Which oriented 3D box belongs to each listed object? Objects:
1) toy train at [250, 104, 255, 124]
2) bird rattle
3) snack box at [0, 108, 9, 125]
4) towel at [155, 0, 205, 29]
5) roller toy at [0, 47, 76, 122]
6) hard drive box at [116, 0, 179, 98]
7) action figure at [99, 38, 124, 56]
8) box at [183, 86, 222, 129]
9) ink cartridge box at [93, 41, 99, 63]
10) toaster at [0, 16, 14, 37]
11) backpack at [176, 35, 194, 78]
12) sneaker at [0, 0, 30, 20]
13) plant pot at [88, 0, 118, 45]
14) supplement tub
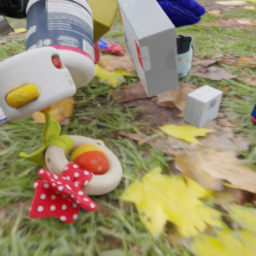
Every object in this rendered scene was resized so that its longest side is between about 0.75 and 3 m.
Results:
[{"bbox_3d":[4.875,-0.211,8.650,1.062,0.777,1.836,-7,32,-35],"label":"toy train"},{"bbox_3d":[-1.148,0.792,6.416,2.336,1.614,2.866,5,24,-37],"label":"bird rattle"},{"bbox_3d":[-4.292,-0.350,9.216,0.653,0.221,1.815,21,39,28],"label":"snack box"},{"bbox_3d":[1.294,-4.139,10.113,2.160,0.725,2.925,-4,2,36],"label":"towel"},{"bbox_3d":[-1.908,-0.836,5.710,1.529,1.172,1.677,-32,13,-34],"label":"roller toy"},{"bbox_3d":[0.536,-2.481,8.018,0.964,1.957,2.511,-18,48,-2],"label":"hard drive box"},{"bbox_3d":[-1.124,-4.269,14.750,2.296,0.593,0.751,29,49,29],"label":"action figure"},{"bbox_3d":[2.392,-0.682,9.011,0.998,1.004,0.656,-28,45,-34],"label":"box"},{"bbox_3d":[-2.535,-3.597,12.906,1.489,1.482,2.049,18,38,25],"label":"ink cartridge box"},{"bbox_3d":[-4.413,-3.561,9.847,0.495,0.767,0.436,-41,58,-12],"label":"toaster"},{"bbox_3d":[1.832,-2.952,11.834,1.811,1.579,2.060,3,30,12],"label":"backpack"},{"bbox_3d":[-3.872,-3.670,8.198,2.842,1.076,1.244,-3,28,-7],"label":"sneaker"},{"bbox_3d":[-1.714,-4.231,9.866,2.415,2.415,2.130,13,66,-38],"label":"plant pot"},{"bbox_3d":[-1.808,-2.439,7.479,1.750,1.750,2.494,-3,74,-5],"label":"supplement tub"}]
